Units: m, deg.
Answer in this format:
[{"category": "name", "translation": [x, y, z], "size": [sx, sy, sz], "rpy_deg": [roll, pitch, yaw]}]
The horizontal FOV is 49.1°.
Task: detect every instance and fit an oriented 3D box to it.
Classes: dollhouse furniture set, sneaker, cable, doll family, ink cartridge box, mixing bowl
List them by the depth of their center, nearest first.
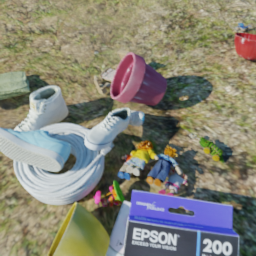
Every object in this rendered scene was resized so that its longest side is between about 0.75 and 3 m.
[{"category": "ink cartridge box", "translation": [1.265, 3.119, 6.898], "size": [2.802, 0.614, 2.828], "rpy_deg": [8, 71, 1]}, {"category": "ink cartridge box", "translation": [0.877, 3.639, 7.647], "size": [2.998, 0.855, 2.436], "rpy_deg": [13, 54, 14]}, {"category": "sneaker", "translation": [-3.023, 0.484, 8.762], "size": [2.639, 0.976, 1.081], "rpy_deg": [22, 43, 7]}, {"category": "sneaker", "translation": [-0.632, -0.072, 9.075], "size": [0.817, 0.792, 2.237], "rpy_deg": [28, 35, 13]}, {"category": "doll family", "translation": [0.893, 1.147, 9.156], "size": [2.396, 1.079, 1.487], "rpy_deg": [22, 44, 16]}, {"category": "cable", "translation": [-2.223, 1.107, 9.345], "size": [2.860, 0.990, 2.860], "rpy_deg": [23, 58, 17]}, {"category": "sneaker", "translation": [-3.466, -0.394, 10.055], "size": [1.048, 1.644, 2.846], "rpy_deg": [33, 62, 20]}, {"category": "sneaker", "translation": [-0.009, -0.384, 10.291], "size": [0.611, 0.579, 1.514], "rpy_deg": [6, 2, -40]}, {"category": "dollhouse furniture set", "translation": [-0.791, -2.382, 11.781], "size": [1.000, 0.854, 1.929], "rpy_deg": [25, 60, 41]}, {"category": "mixing bowl", "translation": [5.594, -3.670, 12.771], "size": [1.705, 0.924, 1.705], "rpy_deg": [6, 31, -4]}]

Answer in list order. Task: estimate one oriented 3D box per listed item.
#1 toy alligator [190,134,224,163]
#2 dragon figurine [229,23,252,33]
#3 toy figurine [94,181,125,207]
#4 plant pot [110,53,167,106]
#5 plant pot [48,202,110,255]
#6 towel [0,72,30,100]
[{"category": "toy alligator", "translation": [2.831, 0.641, 9.802], "size": [1.487, 0.357, 0.493], "rpy_deg": [40, 48, 7]}, {"category": "dragon figurine", "translation": [5.745, -5.158, 14.396], "size": [1.114, 0.328, 0.554], "rpy_deg": [19, 56, 13]}, {"category": "toy figurine", "translation": [-0.624, 2.212, 8.798], "size": [0.845, 0.918, 0.689], "rpy_deg": [-22, 23, 7]}, {"category": "plant pot", "translation": [0.450, -1.640, 10.439], "size": [1.635, 1.826, 1.826], "rpy_deg": [20, 49, -25]}, {"category": "plant pot", "translation": [-1.257, 3.112, 7.571], "size": [1.273, 1.794, 1.794], "rpy_deg": [28, 55, -8]}, {"category": "towel", "translation": [-5.315, -1.678, 11.328], "size": [2.475, 0.452, 1.836], "rpy_deg": [-16, 38, -18]}]
